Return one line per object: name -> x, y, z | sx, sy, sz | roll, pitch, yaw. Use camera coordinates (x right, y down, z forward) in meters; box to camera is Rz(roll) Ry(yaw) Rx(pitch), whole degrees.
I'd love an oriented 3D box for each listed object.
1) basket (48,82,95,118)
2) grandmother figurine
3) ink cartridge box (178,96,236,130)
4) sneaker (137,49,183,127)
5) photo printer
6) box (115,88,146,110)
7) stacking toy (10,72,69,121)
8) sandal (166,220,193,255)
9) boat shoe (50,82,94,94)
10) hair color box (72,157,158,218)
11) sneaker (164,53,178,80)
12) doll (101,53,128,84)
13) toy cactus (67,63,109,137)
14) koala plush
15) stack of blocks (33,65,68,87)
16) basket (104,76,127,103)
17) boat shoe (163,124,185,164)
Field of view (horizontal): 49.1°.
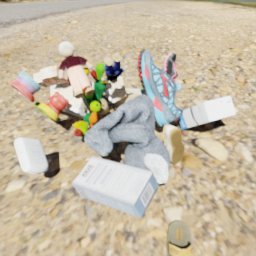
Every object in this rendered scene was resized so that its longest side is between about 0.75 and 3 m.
basket -> -2.190, -1.189, 11.565 | 1.507, 1.212, 1.494 | 20, -7, 17
grandmother figurine -> -1.779, -2.007, 9.420 | 1.215, 0.607, 2.004 | -19, 77, -30
ink cartridge box -> 2.985, -0.560, 10.878 | 1.322, 0.770, 1.829 | -16, -3, -23
sneaker -> 1.223, -1.560, 10.279 | 1.382, 2.893, 1.147 | -19, 18, 2
photo printer -> -2.759, 0.833, 8.055 | 0.366, 0.878, 1.055 | -30, 72, 15
box -> 0.596, -1.073, 12.179 | 2.202, 1.046, 0.856 | 6, 32, 25
stacking toy -> -3.281, -1.231, 10.596 | 0.891, 2.109, 1.909 | -51, 11, -11
sandal -> 1.255, 2.837, 6.529 | 0.739, 0.497, 1.839 | 2, 32, 3
boat shoe -> -2.435, -1.607, 13.105 | 2.880, 1.228, 1.064 | 9, 2, 16
hair color box -> -0.380, 1.556, 7.671 | 2.137, 0.648, 1.058 | 9, 49, 35
sneaker -> 1.849, -2.386, 11.787 | 0.727, 1.524, 0.602 | 20, 9, 36
doll -> -0.477, -1.931, 9.575 | 1.024, 1.501, 0.364 | -28, 74, -12
toy cactus -> -1.409, -0.958, 10.874 | 1.493, 2.920, 2.409 | 2, -11, 12
koala plush -> 0.375, 0.532, 8.445 | 2.273, 2.474, 2.194 | -39, -4, 4
stack of blocks -> -2.953, -1.930, 10.613 | 1.405, 0.411, 0.809 | -6, -9, 30
basket -> -0.595, -1.655, 11.610 | 0.739, 0.919, 0.910 | -25, 30, -14
boat shoe -> 1.453, 0.515, 9.157 | 0.584, 1.584, 0.548 | -27, 42, -18
